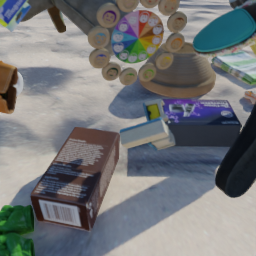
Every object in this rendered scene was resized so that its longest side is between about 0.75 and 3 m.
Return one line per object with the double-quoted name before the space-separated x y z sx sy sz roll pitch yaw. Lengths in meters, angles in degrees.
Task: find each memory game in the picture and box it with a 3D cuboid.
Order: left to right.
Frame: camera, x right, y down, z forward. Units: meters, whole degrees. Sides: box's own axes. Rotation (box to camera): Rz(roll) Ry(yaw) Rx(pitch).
"memory game" 0.243 -1.857 5.938 2.279 2.279 0.145 -12 46 -17

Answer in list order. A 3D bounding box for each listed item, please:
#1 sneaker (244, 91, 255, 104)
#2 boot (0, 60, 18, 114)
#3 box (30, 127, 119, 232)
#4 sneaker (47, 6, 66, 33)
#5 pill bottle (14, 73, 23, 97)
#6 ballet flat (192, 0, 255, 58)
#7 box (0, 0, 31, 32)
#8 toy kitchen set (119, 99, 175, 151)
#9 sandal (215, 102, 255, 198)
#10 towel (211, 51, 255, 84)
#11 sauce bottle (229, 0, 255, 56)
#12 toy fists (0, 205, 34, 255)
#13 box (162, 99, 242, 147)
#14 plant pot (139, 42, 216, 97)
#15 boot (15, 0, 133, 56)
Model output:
"sneaker" 4.392 -1.076 9.699 0.323 0.327 0.835 -4 34 -14
"boot" -1.914 -0.824 3.317 1.126 1.450 0.556 14 29 3
"box" -1.036 0.993 6.246 1.182 0.884 2.360 8 37 11
"sneaker" -2.385 -3.757 9.039 0.433 1.290 0.579 -23 51 -10
"pill bottle" -4.750 -1.706 10.004 1.768 0.992 0.992 15 37 20
"ballet flat" 2.648 -2.169 5.695 0.864 2.703 1.022 22 48 -46
"box" -1.965 -1.986 4.168 0.228 0.958 0.584 12 68 53
"toy kitchen set" 0.252 -0.109 4.151 0.600 1.019 0.816 -18 71 13
"sandal" 2.258 -0.108 4.035 1.036 2.756 0.660 13 16 -38
"towel" 5.070 -2.655 11.901 1.925 0.396 2.580 -15 38 -19
"sauce bottle" 3.617 -2.589 7.667 0.806 2.490 0.806 -37 25 21
"toy fists" -2.141 1.998 5.107 0.746 0.503 1.463 -10 37 -13
"box" 1.975 -0.175 8.011 1.990 0.785 1.404 0 37 0
"plant pot" 1.932 -2.455 10.777 2.950 1.362 2.950 1 34 -1
"boot" -1.438 -2.969 7.515 2.828 2.571 1.026 33 50 -27
